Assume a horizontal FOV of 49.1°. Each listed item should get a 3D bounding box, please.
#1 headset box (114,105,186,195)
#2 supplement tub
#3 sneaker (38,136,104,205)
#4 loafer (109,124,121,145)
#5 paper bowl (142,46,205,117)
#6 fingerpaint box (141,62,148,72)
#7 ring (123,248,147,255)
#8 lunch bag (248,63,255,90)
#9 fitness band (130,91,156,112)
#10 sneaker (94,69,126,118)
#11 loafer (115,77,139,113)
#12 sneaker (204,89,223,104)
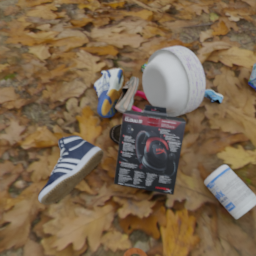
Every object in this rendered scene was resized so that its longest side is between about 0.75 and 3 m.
[{"bbox_3d":[0.735,0.628,9.299,2.013,2.709,1.016,8,10,7],"label":"headset box"},{"bbox_3d":[3.342,2.065,9.150,1.001,1.001,1.518,-29,64,-20],"label":"supplement tub"},{"bbox_3d":[-2.289,1.337,9.774,1.479,0.955,2.726,35,56,22],"label":"sneaker"},{"bbox_3d":[0.526,0.310,10.423,2.535,0.904,0.925,9,81,5],"label":"loafer"},{"bbox_3d":[1.557,-1.727,10.807,1.374,2.641,2.641,-18,55,-27],"label":"paper bowl"},{"bbox_3d":[1.191,-2.755,13.226,0.759,0.334,0.910,-35,61,-23],"label":"fingerpaint box"},{"bbox_3d":[0.224,3.975,8.170,0.885,0.085,0.885,12,60,-21],"label":"ring"},{"bbox_3d":[6.209,-2.476,12.086,1.070,1.680,1.428,38,58,-14],"label":"lunch bag"},{"bbox_3d":[0.517,-1.077,12.023,1.499,0.281,1.077,30,58,19],"label":"fitness band"},{"bbox_3d":[-0.959,-1.468,12.019,1.197,1.023,2.717,2,47,18],"label":"sneaker"},{"bbox_3d":[-0.045,-1.451,11.655,0.614,0.702,1.953,25,57,-16],"label":"loafer"},{"bbox_3d":[3.568,-1.303,11.909,0.986,0.387,0.444,20,65,-5],"label":"sneaker"}]
